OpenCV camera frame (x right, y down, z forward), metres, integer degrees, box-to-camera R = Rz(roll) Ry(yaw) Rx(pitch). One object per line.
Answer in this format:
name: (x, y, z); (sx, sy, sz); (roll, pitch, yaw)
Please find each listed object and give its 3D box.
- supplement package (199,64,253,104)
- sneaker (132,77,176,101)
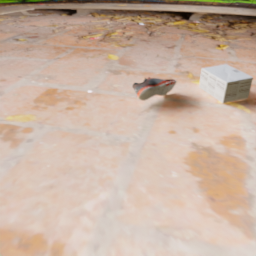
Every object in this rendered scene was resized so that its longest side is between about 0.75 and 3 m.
supplement package: (4.550, -2.116, 13.201); (1.485, 1.057, 1.906); (-12, 35, -18)
sneaker: (1.217, -2.012, 12.804); (2.404, 0.926, 0.984); (-17, 60, -38)
